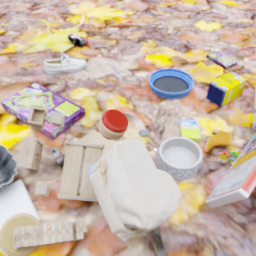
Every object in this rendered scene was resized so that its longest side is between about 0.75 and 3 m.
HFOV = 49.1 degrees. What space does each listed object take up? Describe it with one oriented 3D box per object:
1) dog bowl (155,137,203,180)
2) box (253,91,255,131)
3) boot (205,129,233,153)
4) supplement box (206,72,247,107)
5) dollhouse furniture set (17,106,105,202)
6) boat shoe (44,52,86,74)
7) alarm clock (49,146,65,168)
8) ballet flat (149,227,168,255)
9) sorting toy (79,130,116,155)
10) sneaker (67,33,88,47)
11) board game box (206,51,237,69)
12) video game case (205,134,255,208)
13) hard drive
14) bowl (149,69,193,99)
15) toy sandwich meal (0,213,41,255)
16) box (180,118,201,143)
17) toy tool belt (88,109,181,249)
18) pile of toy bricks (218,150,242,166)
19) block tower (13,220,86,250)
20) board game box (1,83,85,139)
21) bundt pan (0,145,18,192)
[{"bbox_3d":[1.387,0.764,7.530,1.299,0.381,1.299,0,43,0],"label":"dog bowl"},{"bbox_3d":[4.935,-0.611,8.491,2.066,0.545,2.650,21,49,6],"label":"box"},{"bbox_3d":[2.569,0.415,7.874,0.625,0.307,0.873,20,59,23],"label":"boot"},{"bbox_3d":[3.360,-1.338,9.582,1.207,0.661,0.657,-27,49,-27],"label":"supplement box"},{"bbox_3d":[-1.333,0.704,7.044,2.414,1.179,2.059,9,78,-8],"label":"dollhouse furniture set"},{"bbox_3d":[-2.467,-2.578,10.894,1.634,0.697,0.604,-9,44,-9],"label":"boat shoe"},{"bbox_3d":[-1.827,0.711,7.265,0.273,0.819,0.552,-37,53,-10],"label":"alarm clock"},{"bbox_3d":[0.602,2.395,5.707,0.286,0.197,0.849,-8,76,-44],"label":"ballet flat"},{"bbox_3d":[-0.849,0.654,7.795,1.187,0.217,1.099,28,50,22],"label":"sorting toy"},{"bbox_3d":[-2.366,-3.932,12.568,1.139,0.403,0.557,25,46,23],"label":"sneaker"},{"bbox_3d":[3.841,-2.813,11.557,0.674,0.181,1.123,-25,48,-19],"label":"board game box"},{"bbox_3d":[2.740,0.625,6.072,0.221,1.808,2.529,40,71,11],"label":"video game case"},{"bbox_3d":[-2.693,1.890,6.532,0.870,0.173,1.319,-25,48,-24],"label":"hard drive"},{"bbox_3d":[1.544,-1.599,10.125,1.599,0.314,1.599,0,43,0],"label":"bowl"},{"bbox_3d":[-2.240,2.233,5.814,0.931,0.319,0.931,5,70,-15],"label":"toy sandwich meal"},{"bbox_3d":[1.847,0.060,8.408,0.538,0.210,0.883,2,43,2],"label":"box"},{"bbox_3d":[-0.184,1.064,5.867,1.611,1.586,2.581,-5,55,-34],"label":"toy tool belt"},{"bbox_3d":[2.867,0.772,7.429,0.838,0.414,0.465,22,37,19],"label":"pile of toy bricks"},{"bbox_3d":[-1.563,2.145,5.649,1.404,0.406,0.379,-2,64,-18],"label":"block tower"},{"bbox_3d":[-2.740,-0.627,9.026,2.417,0.390,1.451,28,44,26],"label":"board game box"},{"bbox_3d":[-3.557,1.002,6.634,1.679,0.630,1.679,28,26,-15],"label":"bundt pan"}]
